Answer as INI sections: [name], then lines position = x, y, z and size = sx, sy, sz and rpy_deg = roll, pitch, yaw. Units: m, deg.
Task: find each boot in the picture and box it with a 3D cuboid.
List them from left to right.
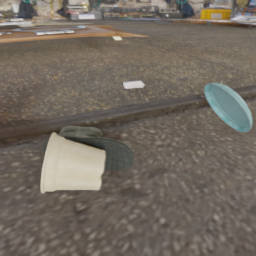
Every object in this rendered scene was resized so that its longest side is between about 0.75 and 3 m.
[boot]
position = -0.962, 0.357, 7.879
size = 2.515, 0.852, 1.643
rpy_deg = 6, 22, 9

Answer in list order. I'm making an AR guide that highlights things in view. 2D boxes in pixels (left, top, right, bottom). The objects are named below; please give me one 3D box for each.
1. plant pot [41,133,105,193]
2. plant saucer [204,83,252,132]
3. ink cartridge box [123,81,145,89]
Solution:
[plant pot]
position = -1.199, 0.890, 6.405
size = 1.254, 1.370, 1.370
rpy_deg = 10, 26, -7
[plant saucer]
position = 2.106, -0.454, 5.853
size = 0.175, 1.279, 1.279
rpy_deg = -39, 35, -5
[ink cartridge box]
position = 0.288, -1.990, 13.235
size = 0.878, 0.196, 0.774
rpy_deg = -7, 26, -12
